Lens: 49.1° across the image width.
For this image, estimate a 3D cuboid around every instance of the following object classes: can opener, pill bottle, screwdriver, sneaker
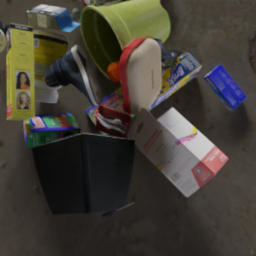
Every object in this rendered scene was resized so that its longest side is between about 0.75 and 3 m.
[{"bbox_3d":[1.406,-2.596,9.828,0.679,2.143,0.843,19,108,32],"label":"can opener"},{"bbox_3d":[-2.861,-2.072,9.669,1.306,1.306,2.285,11,99,3],"label":"pill bottle"},{"bbox_3d":[-0.262,2.234,7.687,1.016,0.148,0.142,-18,106,-34],"label":"screwdriver"},{"bbox_3d":[-1.739,-1.344,8.753,1.456,0.766,2.016,-27,77,15],"label":"sneaker"},{"bbox_3d":[-0.504,-0.166,8.286,1.118,0.451,0.417,27,96,-31],"label":"sneaker"}]

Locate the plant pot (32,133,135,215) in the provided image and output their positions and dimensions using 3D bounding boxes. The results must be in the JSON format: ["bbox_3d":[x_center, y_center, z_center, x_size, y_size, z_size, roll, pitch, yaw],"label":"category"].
[{"bbox_3d":[-1.204,1.413,8.071,2.218,2.213,1.968,-14,75,36],"label":"plant pot"}]

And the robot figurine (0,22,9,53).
[{"bbox_3d":[-4.537,-3.064,8.982,1.286,1.068,1.712,-36,52,8],"label":"robot figurine"}]

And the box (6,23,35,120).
[{"bbox_3d":[-3.164,-1.557,8.177,0.658,0.988,2.625,-1,88,-32],"label":"box"}]

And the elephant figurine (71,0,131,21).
[{"bbox_3d":[-0.614,-4.705,10.735,1.827,2.003,2.582,37,86,-31],"label":"elephant figurine"}]

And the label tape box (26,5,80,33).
[{"bbox_3d":[-2.437,-3.659,9.314,1.454,0.460,1.049,12,37,7],"label":"label tape box"}]

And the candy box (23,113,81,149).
[{"bbox_3d":[-2.494,0.052,9.036,1.618,1.368,0.623,-6,117,-23],"label":"candy box"}]

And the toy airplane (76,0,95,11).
[{"bbox_3d":[-1.663,-4.811,9.441,1.214,1.721,1.713,3,50,10],"label":"toy airplane"}]

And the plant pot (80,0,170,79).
[{"bbox_3d":[0.039,-3.366,9.895,2.435,2.649,2.649,-34,76,-22],"label":"plant pot"}]

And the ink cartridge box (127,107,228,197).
[{"bbox_3d":[1.367,0.558,8.473,2.732,1.591,0.922,45,50,13],"label":"ink cartridge box"}]

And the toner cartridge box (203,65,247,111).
[{"bbox_3d":[3.479,-1.445,10.064,0.728,0.331,1.532,-39,92,-12],"label":"toner cartridge box"}]

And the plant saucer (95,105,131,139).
[{"bbox_3d":[-0.461,-0.198,8.890,1.082,1.084,0.199,20,44,6],"label":"plant saucer"}]

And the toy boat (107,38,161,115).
[{"bbox_3d":[0.059,-1.555,8.488,1.567,2.398,1.565,21,51,27],"label":"toy boat"}]

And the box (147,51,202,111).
[{"bbox_3d":[1.422,-1.664,10.060,2.422,0.849,0.779,-36,76,-10],"label":"box"}]

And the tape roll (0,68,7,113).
[{"bbox_3d":[-3.773,-1.208,9.261,0.497,1.505,1.505,-4,73,-11],"label":"tape roll"}]

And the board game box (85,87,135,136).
[{"bbox_3d":[-0.509,-0.620,10.070,1.730,0.252,1.164,-35,77,-10],"label":"board game box"}]
